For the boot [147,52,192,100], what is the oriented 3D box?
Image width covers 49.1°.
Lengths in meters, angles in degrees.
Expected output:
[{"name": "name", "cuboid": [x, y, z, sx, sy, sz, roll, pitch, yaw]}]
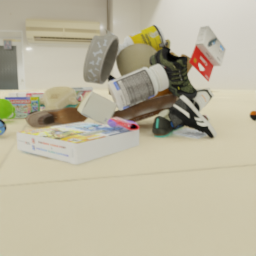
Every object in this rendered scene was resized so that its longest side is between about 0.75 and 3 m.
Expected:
[{"name": "boot", "cuboid": [1.489, -1.792, 10.905, 1.060, 2.156, 3.012, 35, 11, -6]}]

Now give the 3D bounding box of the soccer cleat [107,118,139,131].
[{"name": "soccer cleat", "cuboid": [-0.107, -0.081, 6.744, 0.789, 0.263, 0.302, 11, 4, -26]}]

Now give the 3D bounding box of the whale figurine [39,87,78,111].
[{"name": "whale figurine", "cuboid": [-3.276, -0.981, 13.081, 1.957, 1.276, 2.460, 0, 34, 2]}]

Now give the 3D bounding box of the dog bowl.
[{"name": "dog bowl", "cuboid": [-0.855, -2.322, 9.367, 0.554, 1.889, 1.889, 22, 13, 5]}]

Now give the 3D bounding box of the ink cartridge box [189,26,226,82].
[{"name": "ink cartridge box", "cuboid": [2.697, -2.436, 9.393, 0.329, 1.296, 1.471, 10, -12, 44]}]

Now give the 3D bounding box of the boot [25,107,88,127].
[{"name": "boot", "cuboid": [-2.744, -0.430, 10.504, 2.062, 0.724, 1.507, -7, 10, -39]}]

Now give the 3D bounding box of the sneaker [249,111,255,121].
[{"name": "sneaker", "cuboid": [5.577, -0.429, 11.550, 0.512, 0.422, 1.114, 2, 14, -34]}]

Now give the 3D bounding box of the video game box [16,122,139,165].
[{"name": "video game box", "cuboid": [-1.179, 0.275, 6.961, 2.059, 0.529, 2.260, 4, 10, 36]}]

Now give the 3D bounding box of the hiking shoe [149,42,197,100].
[{"name": "hiking shoe", "cuboid": [1.567, -1.712, 8.762, 0.981, 1.949, 0.738, -38, 12, 50]}]

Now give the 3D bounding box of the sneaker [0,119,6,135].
[{"name": "sneaker", "cuboid": [-4.468, -0.168, 8.694, 2.201, 0.780, 0.912, 4, 17, 36]}]

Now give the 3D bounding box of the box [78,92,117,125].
[{"name": "box", "cuboid": [-1.027, -0.631, 8.892, 0.897, 0.735, 1.890, 27, -1, -16]}]

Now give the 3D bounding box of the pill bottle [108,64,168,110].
[{"name": "pill bottle", "cuboid": [0.307, -1.247, 8.407, 1.650, 0.939, 0.939, -23, 14, -7]}]

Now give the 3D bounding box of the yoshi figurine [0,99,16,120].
[{"name": "yoshi figurine", "cuboid": [-5.519, -0.702, 10.585, 2.564, 1.441, 1.436, -4, 26, -37]}]

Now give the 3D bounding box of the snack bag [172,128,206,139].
[{"name": "snack bag", "cuboid": [1.982, 0.147, 8.712, 0.897, 0.102, 0.951, 12, 15, 37]}]

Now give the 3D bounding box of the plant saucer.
[{"name": "plant saucer", "cuboid": [0.505, -0.560, 9.902, 2.658, 0.426, 2.658, -18, -3, -1]}]

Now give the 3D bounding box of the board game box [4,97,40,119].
[{"name": "board game box", "cuboid": [-4.601, -0.873, 12.231, 1.440, 0.969, 0.210, -2, 10, -7]}]

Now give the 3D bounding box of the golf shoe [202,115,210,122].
[{"name": "golf shoe", "cuboid": [3.142, -0.383, 11.302, 0.406, 0.320, 0.881, -1, 10, -3]}]

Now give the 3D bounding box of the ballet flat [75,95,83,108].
[{"name": "ballet flat", "cuboid": [-2.425, -1.374, 15.464, 2.691, 0.848, 0.923, 3, 10, 14]}]

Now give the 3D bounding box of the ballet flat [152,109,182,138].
[{"name": "ballet flat", "cuboid": [1.373, -0.233, 9.127, 0.744, 0.749, 2.189, -2, 8, 23]}]

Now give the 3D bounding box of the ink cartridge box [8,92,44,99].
[{"name": "ink cartridge box", "cuboid": [-5.875, -1.686, 16.954, 2.267, 0.938, 1.661, 6, 12, 33]}]

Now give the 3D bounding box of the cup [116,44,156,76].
[{"name": "cup", "cuboid": [0.388, -2.031, 10.019, 1.557, 1.113, 1.557, -5, -34, -4]}]

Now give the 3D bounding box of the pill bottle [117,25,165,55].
[{"name": "pill bottle", "cuboid": [0.443, -3.053, 10.387, 1.717, 0.962, 0.962, -26, 13, -4]}]

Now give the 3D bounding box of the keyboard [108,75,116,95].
[{"name": "keyboard", "cuboid": [-0.397, -1.444, 11.149, 0.234, 1.094, 1.822, -5, -4, 17]}]

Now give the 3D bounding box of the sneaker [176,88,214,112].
[{"name": "sneaker", "cuboid": [2.407, -0.981, 10.555, 0.915, 0.843, 2.288, -37, 11, -11]}]

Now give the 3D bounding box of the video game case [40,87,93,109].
[{"name": "video game case", "cuboid": [-3.568, -1.747, 16.367, 2.661, 0.232, 1.902, -9, -23, -42]}]

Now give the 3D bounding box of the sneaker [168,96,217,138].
[{"name": "sneaker", "cuboid": [1.786, -0.100, 8.214, 0.890, 1.591, 0.581, -43, 11, 7]}]

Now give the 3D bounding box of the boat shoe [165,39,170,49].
[{"name": "boat shoe", "cuboid": [1.270, -2.995, 11.274, 0.395, 1.257, 0.458, 10, 39, -30]}]
